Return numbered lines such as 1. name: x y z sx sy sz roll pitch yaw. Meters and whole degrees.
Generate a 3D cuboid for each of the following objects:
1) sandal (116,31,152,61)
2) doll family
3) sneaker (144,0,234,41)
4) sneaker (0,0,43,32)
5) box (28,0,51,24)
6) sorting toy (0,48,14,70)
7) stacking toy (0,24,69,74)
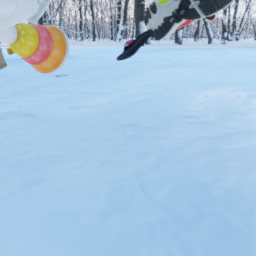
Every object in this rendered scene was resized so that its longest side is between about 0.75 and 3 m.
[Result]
1. sandal: 0.093 -1.540 5.168 0.864 0.195 0.324 -36 -10 37
2. doll family: 1.943 -4.161 9.285 2.406 1.390 0.944 -8 -22 23
3. sneaker: 1.426 -2.830 5.971 1.168 1.059 2.750 -35 16 -28
4. sneaker: -1.534 -1.812 3.592 0.956 0.750 1.925 -25 14 -20
5. box: -2.682 -3.603 7.849 0.840 0.844 0.723 35 39 -24
6. sorting toy: -2.763 -1.598 5.591 0.183 1.019 1.368 17 44 25
7. stacking toy: -1.845 -1.612 5.206 1.001 1.001 1.371 8 1 22
